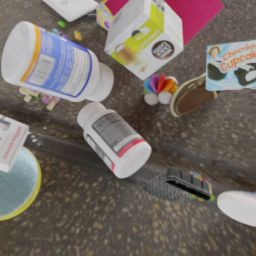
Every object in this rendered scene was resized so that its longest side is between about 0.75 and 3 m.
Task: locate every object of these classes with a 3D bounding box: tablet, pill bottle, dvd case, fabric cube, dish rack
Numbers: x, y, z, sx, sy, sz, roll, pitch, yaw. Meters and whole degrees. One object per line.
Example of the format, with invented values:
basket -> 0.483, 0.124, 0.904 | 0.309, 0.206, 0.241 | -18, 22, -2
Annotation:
tablet -> -2.897, -6.260, 13.906 | 1.775, 0.186, 2.728 | -36, 59, -17
pill bottle -> -0.539, 0.286, 8.817 | 1.341, 1.341, 2.422 | -34, 62, -21
dvd case -> -1.598, -5.789, 13.725 | 1.421, 0.176, 1.068 | 4, 56, 3
pill bottle -> -1.545, -1.381, 6.608 | 2.390, 1.339, 1.339 | 14, 42, -44
fabric cube -> 1.065, -3.959, 9.039 | 2.306, 2.343, 2.351 | -46, 23, -12
dish rack -> 0.868, 1.251, 5.557 | 1.003, 1.308, 0.357 | 27, 51, -16

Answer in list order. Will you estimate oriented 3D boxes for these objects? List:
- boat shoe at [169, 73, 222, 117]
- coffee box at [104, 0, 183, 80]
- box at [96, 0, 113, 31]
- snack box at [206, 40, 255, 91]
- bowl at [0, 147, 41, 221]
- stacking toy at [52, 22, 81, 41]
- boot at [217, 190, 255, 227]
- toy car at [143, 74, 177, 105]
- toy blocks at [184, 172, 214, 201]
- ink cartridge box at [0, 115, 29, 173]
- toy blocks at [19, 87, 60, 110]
boat shoe -> 2.649, -1.323, 9.917 | 2.778, 1.026, 1.028 | -39, 25, -23
coffee box -> 0.428, -2.395, 7.190 | 1.397, 1.411, 1.413 | 33, 44, -29
box -> -0.335, -5.103, 12.688 | 1.604, 0.978, 1.545 | 38, 63, 17
snack box -> 3.374, -1.765, 7.926 | 2.236, 0.415, 1.299 | 1, 89, 29
bowl -> -3.421, 1.634, 7.945 | 2.152, 1.158, 2.152 | -1, 61, 3
stacking toy -> -3.029, -4.104, 12.480 | 1.587, 0.373, 1.197 | 38, 62, 25
boot -> 3.983, 2.075, 7.897 | 2.893, 1.052, 1.307 | 19, 50, 4
toy car -> 1.117, -1.497, 10.164 | 1.283, 0.962, 1.122 | 0, 52, 30
toy blocks -> 1.701, 1.395, 6.983 | 0.895, 0.447, 0.612 | 14, 40, 0
ink cartridge box -> -3.536, 0.251, 7.055 | 1.654, 0.701, 1.204 | 24, 60, -17
toy blocks -> -3.107, -1.601, 10.065 | 1.329, 1.423, 1.197 | 20, 64, 13
